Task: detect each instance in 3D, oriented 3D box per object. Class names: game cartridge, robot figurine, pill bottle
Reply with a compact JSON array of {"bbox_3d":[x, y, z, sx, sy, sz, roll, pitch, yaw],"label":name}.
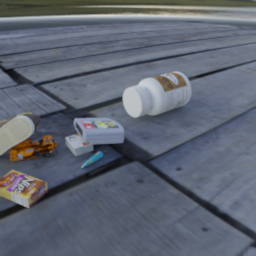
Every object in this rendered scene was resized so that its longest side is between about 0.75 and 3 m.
[{"bbox_3d":[-1.000,0.055,9.853,1.495,0.459,2.246,2,14,-21],"label":"game cartridge"},{"bbox_3d":[-3.125,0.652,9.306,1.521,0.443,1.103,-11,30,-17],"label":"robot figurine"},{"bbox_3d":[1.225,-1.390,11.933,2.760,1.578,1.578,-20,34,-33],"label":"pill bottle"}]

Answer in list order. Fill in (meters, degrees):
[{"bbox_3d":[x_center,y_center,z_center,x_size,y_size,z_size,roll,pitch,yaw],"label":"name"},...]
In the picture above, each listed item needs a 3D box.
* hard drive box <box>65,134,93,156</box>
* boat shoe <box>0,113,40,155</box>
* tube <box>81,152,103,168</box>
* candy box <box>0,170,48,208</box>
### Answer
[{"bbox_3d":[-1.686,0.561,9.635,0.666,0.328,0.855,-18,34,-29],"label":"hard drive box"},{"bbox_3d":[-3.944,0.257,8.891,2.611,0.938,0.777,-25,14,17],"label":"boat shoe"},{"bbox_3d":[-1.138,1.014,8.883,0.210,0.322,0.832,48,42,9],"label":"tube"},{"bbox_3d":[-2.931,1.631,7.619,1.283,0.362,0.749,14,31,22],"label":"candy box"}]
